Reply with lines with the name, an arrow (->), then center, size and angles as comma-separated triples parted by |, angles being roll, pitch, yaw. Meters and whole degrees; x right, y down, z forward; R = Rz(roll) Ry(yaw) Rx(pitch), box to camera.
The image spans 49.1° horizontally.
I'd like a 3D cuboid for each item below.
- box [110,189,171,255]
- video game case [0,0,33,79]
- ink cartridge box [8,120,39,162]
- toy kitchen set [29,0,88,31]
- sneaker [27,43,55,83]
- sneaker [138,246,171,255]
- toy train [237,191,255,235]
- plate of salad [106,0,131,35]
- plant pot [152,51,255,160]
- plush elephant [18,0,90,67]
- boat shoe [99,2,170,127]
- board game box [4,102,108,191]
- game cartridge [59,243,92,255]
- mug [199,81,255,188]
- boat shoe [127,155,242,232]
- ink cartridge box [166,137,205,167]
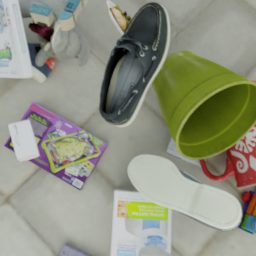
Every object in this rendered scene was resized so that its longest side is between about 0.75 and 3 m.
box -> 0.307, 2.958, 7.193 | 1.477, 1.331, 2.625 | 3, 79, 2
video game case -> -3.152, -2.265, 6.755 | 0.272, 2.296, 2.090 | -23, 114, -42
ink cartridge box -> -2.386, 0.324, 6.480 | 0.466, 1.117, 0.811 | -16, 87, -19
toy kitchen set -> -1.522, -2.862, 6.182 | 0.928, 0.683, 1.159 | 16, 65, 6
sneaker -> -3.206, -2.350, 8.521 | 2.214, 0.830, 0.936 | 37, 79, -2
sneaker -> 0.723, 3.463, 5.320 | 0.969, 2.575, 1.139 | 11, 108, -24
toy train -> 3.614, 1.975, 7.529 | 0.773, 1.057, 1.827 | 25, 80, 4
plate of salad -> -0.073, -2.562, 6.781 | 0.307, 1.280, 1.280 | -31, 80, 22
plant pot -> 1.674, -0.765, 6.904 | 2.246, 2.246, 2.163 | -25, 48, -5
plush elephant -> -1.988, -2.475, 7.594 | 2.326, 1.916, 1.801 | -16, 73, 17
boat shoe -> 0.041, -1.382, 5.846 | 1.039, 0.922, 2.781 | 28, 97, 24
board game box -> -2.080, 0.514, 8.181 | 2.586, 0.418, 1.552 | 29, 85, 5
game cartridge -> -1.551, 4.338, 7.452 | 1.323, 0.392, 2.041 | 23, 80, 9
mug -> 3.057, 0.215, 7.536 | 2.268, 1.704, 2.555 | -14, 75, -15
boat shoe -> 1.175, 1.476, 6.354 | 2.785, 0.861, 1.014 | 22, 72, 35
ink cartridge box -> 1.836, 0.418, 8.243 | 1.128, 0.249, 1.148 | 23, 78, 3
